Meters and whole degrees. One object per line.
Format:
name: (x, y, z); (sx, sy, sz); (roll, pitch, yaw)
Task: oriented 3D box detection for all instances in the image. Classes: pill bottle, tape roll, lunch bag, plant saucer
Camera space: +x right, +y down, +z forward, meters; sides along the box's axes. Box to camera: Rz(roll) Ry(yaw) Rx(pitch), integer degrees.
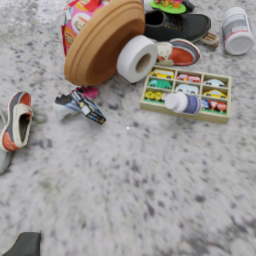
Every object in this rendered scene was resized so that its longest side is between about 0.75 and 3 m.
pill bottle: (1.490, -0.657, 7.586); (1.001, 0.556, 0.556); (6, 50, -38)
pill bottle: (3.851, -3.453, 9.905); (0.940, 0.940, 1.622); (5, 56, 3)
tape roll: (0.284, -2.011, 8.275); (1.314, 1.314, 0.459); (-40, 67, -22)
lunch bag: (-0.749, -3.359, 8.846); (1.200, 2.581, 2.930); (37, 62, 16)
plant saucer: (-0.526, -2.269, 7.980); (0.558, 2.984, 2.984); (44, 66, 9)

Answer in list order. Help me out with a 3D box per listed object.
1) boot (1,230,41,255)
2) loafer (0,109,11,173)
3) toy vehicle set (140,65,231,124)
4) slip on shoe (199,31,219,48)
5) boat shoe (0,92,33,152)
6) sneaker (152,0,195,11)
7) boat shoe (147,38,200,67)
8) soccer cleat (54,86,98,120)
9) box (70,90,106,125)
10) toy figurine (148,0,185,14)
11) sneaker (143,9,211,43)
boot: (-2.640, 2.783, 6.230); (1.373, 0.532, 0.950); (5, 52, -12)
loafer: (-3.587, 0.307, 7.621); (0.682, 0.681, 1.950); (-11, 58, -11)
toy vehicle set: (1.815, -1.092, 8.740); (2.646, 0.351, 1.644); (10, 58, 6)
slip on shoe: (2.831, -3.297, 10.150); (0.497, 0.396, 1.307); (-43, 45, 5)
boat shoe: (-2.914, -0.248, 7.628); (0.608, 0.692, 1.943); (-14, 51, 20)
sneaker: (1.681, -4.634, 10.863); (1.918, 1.099, 0.733); (-4, 45, -36)
boat shoe: (1.095, -2.407, 9.093); (2.433, 0.866, 0.761); (20, 45, 29)
soccer cleat: (-1.572, -0.770, 8.464); (0.575, 0.711, 1.646); (29, 38, 28)
box: (-1.089, -0.546, 7.782); (0.235, 1.023, 0.813); (-42, 67, 7)
toy figurine: (1.308, -4.315, 8.715); (1.209, 1.112, 0.907); (11, 45, 3)
sneaker: (1.655, -3.463, 9.462); (2.519, 1.338, 0.942); (-13, 79, 3)
